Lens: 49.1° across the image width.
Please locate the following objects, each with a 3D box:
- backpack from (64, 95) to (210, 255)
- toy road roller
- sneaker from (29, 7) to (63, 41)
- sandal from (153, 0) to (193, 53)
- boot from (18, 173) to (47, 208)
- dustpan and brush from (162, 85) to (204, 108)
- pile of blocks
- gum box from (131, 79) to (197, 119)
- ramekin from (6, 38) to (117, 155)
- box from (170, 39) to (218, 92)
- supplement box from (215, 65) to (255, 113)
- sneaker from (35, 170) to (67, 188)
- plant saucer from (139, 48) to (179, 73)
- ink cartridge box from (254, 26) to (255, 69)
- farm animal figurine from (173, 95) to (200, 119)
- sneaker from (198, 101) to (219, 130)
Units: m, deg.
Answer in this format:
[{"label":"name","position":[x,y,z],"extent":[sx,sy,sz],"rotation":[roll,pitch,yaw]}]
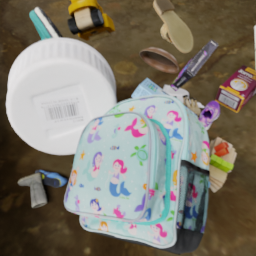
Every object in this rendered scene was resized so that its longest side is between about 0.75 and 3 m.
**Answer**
[{"label":"backpack","position":[0.241,0.772,5.820],"extent":[2.660,2.256,2.996],"rotation":[-5,60,40]},{"label":"toy road roller","position":[-1.287,-3.783,9.362],"extent":[1.116,1.817,1.326],"rotation":[-13,89,15]},{"label":"sneaker","position":[-2.151,-1.844,7.801],"extent":[1.114,2.797,1.084],"rotation":[-19,39,-9]},{"label":"sandal","position":[1.329,-3.071,8.768],"extent":[0.752,0.675,2.052],"rotation":[-21,79,-21]},{"label":"boot","position":[-2.913,1.951,8.511],"extent":[0.889,0.355,0.978],"rotation":[-23,70,15]},{"label":"dustpan and brush","position":[2.159,-1.157,10.890],"extent":[1.710,0.489,1.194],"rotation":[13,25,9]},{"label":"pile of blocks","position":[1.902,1.189,7.032],"extent":[2.600,0.808,1.067],"rotation":[-35,76,-19]},{"label":"gum box","position":[1.072,-0.591,7.722],"extent":[1.879,0.419,1.597],"rotation":[37,19,-1]},{"label":"ramekin","position":[-1.605,-0.680,7.001],"extent":[2.812,2.812,1.371],"rotation":[-10,30,-8]},{"label":"box","position":[1.784,-1.690,7.808],"extent":[0.281,1.559,1.114],"rotation":[39,79,-3]},{"label":"supplement box","position":[4.410,-1.563,11.047],"extent":[1.013,0.787,1.837],"rotation":[36,59,25]},{"label":"sneaker","position":[-2.434,1.583,8.845],"extent":[1.108,0.365,0.434],"rotation":[13,13,24]},{"label":"plant saucer","position":[0.691,-1.468,5.995],"extent":[0.921,0.921,0.169],"rotation":[23,84,18]},{"label":"ink cartridge box","position":[4.501,-2.265,8.897],"extent":[0.719,1.253,1.725],"rotation":[-7,61,32]},{"label":"farm animal figurine","position":[1.719,-0.471,9.778],"extent":[2.028,2.006,1.057],"rotation":[-10,85,-4]},{"label":"sneaker","position":[3.010,-0.562,10.338],"extent":[0.591,0.649,1.469],"rotation":[26,54,21]}]
